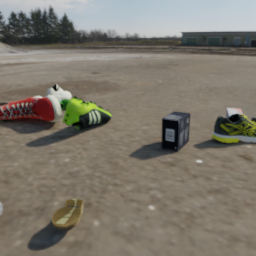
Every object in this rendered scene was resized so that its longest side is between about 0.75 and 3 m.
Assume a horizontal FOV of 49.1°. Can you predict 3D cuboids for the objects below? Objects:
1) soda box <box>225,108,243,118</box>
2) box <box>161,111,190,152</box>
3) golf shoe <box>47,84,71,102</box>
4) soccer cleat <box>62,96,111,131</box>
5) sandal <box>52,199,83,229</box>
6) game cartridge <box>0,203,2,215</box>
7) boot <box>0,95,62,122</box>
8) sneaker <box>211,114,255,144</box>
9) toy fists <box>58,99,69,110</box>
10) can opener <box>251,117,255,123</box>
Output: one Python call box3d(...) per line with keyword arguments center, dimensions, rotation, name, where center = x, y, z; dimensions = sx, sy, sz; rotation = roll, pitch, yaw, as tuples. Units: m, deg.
box3d(center=(4.075, -0.305, 10.707), dimensions=(0.566, 0.526, 1.656), rotation=(5, 19, 14), name="soda box")
box3d(center=(1.511, 0.085, 8.835), dimensions=(0.591, 0.990, 1.007), rotation=(10, 21, 30), name="box")
box3d(center=(-3.506, -1.789, 14.391), dimensions=(0.790, 0.981, 2.018), rotation=(2, 17, 12), name="golf shoe")
box3d(center=(-1.499, -0.426, 10.392), dimensions=(0.903, 1.084, 2.674), rotation=(31, 7, 23), name="soccer cleat")
box3d(center=(-1.102, 1.669, 5.319), dimensions=(0.480, 0.323, 1.195), rotation=(6, 4, 0), name="sandal")
box3d(center=(-3.712, 1.797, 4.650), dimensions=(1.711, 0.534, 2.569), rotation=(4, 19, 25), name="game cartridge")
box3d(center=(-4.031, -0.641, 11.002), dimensions=(2.115, 1.061, 2.931), rotation=(-15, 16, -36), name="boot")
box3d(center=(3.850, -0.027, 9.275), dimensions=(2.172, 0.919, 0.809), rotation=(-5, 20, -15), name="sneaker")
box3d(center=(-3.083, -1.076, 13.124), dimensions=(1.322, 0.455, 0.674), rotation=(-16, 31, -42), name="toy fists")
box3d(center=(5.415, -0.227, 10.622), dimensions=(0.374, 0.472, 1.420), rotation=(6, 6, -40), name="can opener")
